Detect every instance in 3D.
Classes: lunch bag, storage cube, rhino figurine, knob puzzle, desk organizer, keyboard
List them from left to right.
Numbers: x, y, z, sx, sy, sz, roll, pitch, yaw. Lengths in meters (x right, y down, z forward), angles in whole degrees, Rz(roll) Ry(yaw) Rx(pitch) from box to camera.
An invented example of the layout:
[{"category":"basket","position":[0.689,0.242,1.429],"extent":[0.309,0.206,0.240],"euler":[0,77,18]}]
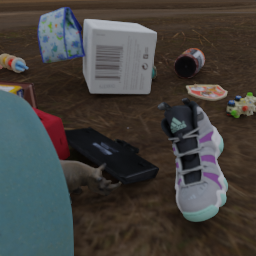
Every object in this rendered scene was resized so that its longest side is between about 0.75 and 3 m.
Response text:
[{"category":"desk organizer","position":[-4.163,-0.898,8.606],"extent":[2.433,0.873,0.937],"euler":[6,30,12]},{"category":"storage cube","position":[-2.022,0.342,5.935],"extent":[0.996,1.165,1.047],"euler":[19,40,31]},{"category":"lunch bag","position":[-2.440,-3.269,9.988],"extent":[1.442,1.696,1.080],"euler":[0,19,35]},{"category":"rhino figurine","position":[-1.066,0.933,5.089],"extent":[1.879,0.822,0.562],"euler":[5,29,7]},{"category":"keyboard","position":[-0.428,0.543,6.269],"extent":[1.436,0.307,2.391],"euler":[-8,27,-45]},{"category":"knob puzzle","position":[2.895,-1.342,10.144],"extent":[1.601,0.222,1.601],"euler":[0,28,0]}]

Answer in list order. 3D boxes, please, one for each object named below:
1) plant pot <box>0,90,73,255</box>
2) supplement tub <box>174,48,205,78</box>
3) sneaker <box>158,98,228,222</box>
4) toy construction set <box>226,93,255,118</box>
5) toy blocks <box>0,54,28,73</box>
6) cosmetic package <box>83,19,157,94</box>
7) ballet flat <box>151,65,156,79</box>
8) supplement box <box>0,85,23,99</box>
[{"category":"plant pot","position":[-1.695,1.286,2.869],"extent":[2.875,2.875,1.936],"euler":[-29,74,-43]},{"category":"supplement tub","position":[2.754,-2.897,12.287],"extent":[1.030,1.030,1.927],"euler":[12,29,22]},{"category":"sneaker","position":[1.014,0.299,5.040],"extent":[0.943,1.697,2.426],"euler":[-24,24,26]},{"category":"toy construction set","position":[3.566,-0.627,8.340],"extent":[1.012,0.711,1.543],"euler":[24,25,37]},{"category":"toy blocks","position":[-5.427,-2.743,12.367],"extent":[1.839,0.668,1.533],"euler":[23,35,37]},{"category":"cosmetic package","position":[-0.470,-2.705,10.463],"extent":[2.204,2.202,2.671],"euler":[-1,27,-14]},{"category":"ballet flat","position":[0.754,-2.516,12.049],"extent":[0.720,0.648,1.911],"euler":[-7,23,-38]},{"category":"supplement box","position":[-3.639,-0.256,7.075],"extent":[1.102,1.109,2.025],"euler":[7,29,12]}]
